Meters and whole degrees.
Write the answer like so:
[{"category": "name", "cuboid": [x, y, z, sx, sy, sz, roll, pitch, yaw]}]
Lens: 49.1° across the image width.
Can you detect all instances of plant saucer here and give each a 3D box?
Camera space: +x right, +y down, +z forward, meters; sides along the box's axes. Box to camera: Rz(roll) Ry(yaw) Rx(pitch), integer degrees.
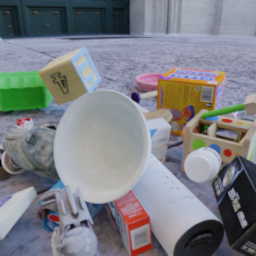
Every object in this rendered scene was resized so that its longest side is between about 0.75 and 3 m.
[{"category": "plant saucer", "cuboid": [1.708, -2.592, 16.328, 2.579, 0.654, 2.579, -1, 25, 0]}]

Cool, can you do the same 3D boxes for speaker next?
[{"category": "speaker", "cuboid": [0.754, 1.609, 6.325, 1.203, 1.203, 2.963, -10, 26, -22]}]

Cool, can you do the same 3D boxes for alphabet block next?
[{"category": "alphabet block", "cuboid": [-2.313, -2.093, 11.386, 1.624, 1.594, 1.586, -14, 27, 24]}]

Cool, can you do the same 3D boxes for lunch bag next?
[{"category": "lunch bag", "cuboid": [-2.450, 0.566, 7.551, 1.771, 1.485, 1.234, -3, 55, 51]}]

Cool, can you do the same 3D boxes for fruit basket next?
[{"category": "fruit basket", "cuboid": [-4.920, -1.810, 13.259, 2.668, 1.924, 2.668, 2, 33, -2]}]

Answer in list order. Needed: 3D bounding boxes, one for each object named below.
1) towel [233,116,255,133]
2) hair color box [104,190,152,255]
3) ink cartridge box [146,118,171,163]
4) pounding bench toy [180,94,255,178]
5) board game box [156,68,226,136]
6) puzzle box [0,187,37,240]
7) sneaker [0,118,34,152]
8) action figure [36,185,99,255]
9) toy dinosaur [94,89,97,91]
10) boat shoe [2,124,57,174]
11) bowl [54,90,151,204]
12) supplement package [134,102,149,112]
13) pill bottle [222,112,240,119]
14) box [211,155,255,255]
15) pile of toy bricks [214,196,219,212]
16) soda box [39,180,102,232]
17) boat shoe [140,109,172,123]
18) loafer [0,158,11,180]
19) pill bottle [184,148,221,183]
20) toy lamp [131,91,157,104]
[{"category": "towel", "cuboid": [5.238, 0.029, 11.049, 1.891, 0.327, 1.820, 16, 26, 35]}, {"category": "hair color box", "cuboid": [-0.092, 1.824, 6.155, 0.535, 0.928, 1.673, -15, 27, -17]}, {"category": "ink cartridge box", "cuboid": [0.669, 0.474, 8.579, 0.990, 1.370, 0.580, -9, 33, -21]}, {"category": "pounding bench toy", "cuboid": [2.614, 0.111, 8.077, 1.949, 2.499, 1.553, 15, 28, 29]}, {"category": "board game box", "cuboid": [2.469, -1.041, 11.041, 2.143, 2.145, 2.143, 11, 27, 23]}, {"category": "puzzle box", "cuboid": [-2.749, 1.852, 5.699, 1.271, 0.243, 1.911, -21, 9, 4]}, {"category": "sneaker", "cuboid": [-3.974, 0.187, 9.925, 0.522, 0.837, 1.562, 12, 27, 25]}, {"category": "action figure", "cuboid": [-0.870, 1.854, 4.138, 0.918, 2.646, 1.722, -2, 64, -12]}, {"category": "toy dinosaur", "cuboid": [-1.369, -1.265, 13.104, 1.278, 0.962, 2.499, 47, 7, 22]}, {"category": "boat shoe", "cuboid": [-3.027, 0.560, 8.858, 0.723, 0.872, 2.428, -29, 14, 22]}, {"category": "bowl", "cuboid": [-0.404, 0.419, 6.105, 2.326, 2.326, 1.045, 15, 0, 30]}, {"category": "supplement package", "cuboid": [0.104, -0.375, 11.213, 1.130, 0.804, 1.451, -11, 27, -23]}, {"category": "pill bottle", "cuboid": [4.413, -0.563, 11.930, 0.569, 0.569, 1.013, 15, 28, 30]}, {"category": "box", "cuboid": [2.855, 1.741, 5.251, 2.152, 0.927, 1.762, 29, 25, -7]}, {"category": "pile of toy bricks", "cuboid": [2.385, 1.832, 6.632, 0.608, 0.683, 1.231, -24, 48, -21]}, {"category": "soda box", "cuboid": [-1.023, 1.477, 7.064, 0.892, 0.844, 2.630, 10, 27, 20]}, {"category": "boat shoe", "cuboid": [0.160, -0.244, 9.083, 2.774, 0.895, 0.989, -19, 16, -19]}, {"category": "loafer", "cuboid": [-3.618, 1.051, 8.446, 0.453, 0.440, 1.240, -9, 25, -5]}, {"category": "pill bottle", "cuboid": [1.759, 0.885, 6.635, 0.757, 0.757, 1.368, 11, 4, 23]}, {"category": "toy lamp", "cuboid": [1.329, -1.764, 14.409, 2.521, 0.734, 0.734, -17, 29, -33]}]
